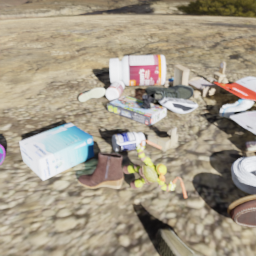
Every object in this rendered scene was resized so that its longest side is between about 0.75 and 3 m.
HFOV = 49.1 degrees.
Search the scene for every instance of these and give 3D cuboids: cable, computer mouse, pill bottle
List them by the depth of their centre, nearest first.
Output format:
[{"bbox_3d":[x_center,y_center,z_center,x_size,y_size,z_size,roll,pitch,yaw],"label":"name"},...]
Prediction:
[{"bbox_3d":[3.545,1.312,7.713,1.375,0.476,1.375,0,29,2],"label":"cable"},{"bbox_3d":[0.009,0.449,9.227,0.996,0.576,0.576,-9,29,-17],"label":"pill bottle"},{"bbox_3d":[1.723,-0.930,11.685,2.370,0.520,1.299,8,19,-6],"label":"computer mouse"},{"bbox_3d":[-0.594,-1.793,13.324,0.655,0.655,1.195,7,30,13],"label":"pill bottle"},{"bbox_3d":[0.460,-2.861,14.052,2.688,1.473,1.473,-2,28,1],"label":"pill bottle"}]

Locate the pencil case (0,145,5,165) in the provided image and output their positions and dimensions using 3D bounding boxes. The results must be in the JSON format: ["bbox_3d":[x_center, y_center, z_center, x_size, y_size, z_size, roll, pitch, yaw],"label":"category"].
[{"bbox_3d":[-4.786,0.636,8.405,2.178,1.006,0.927,15,15,22],"label":"pencil case"}]

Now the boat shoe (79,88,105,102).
[{"bbox_3d":[-1.676,-1.555,12.968,1.288,0.458,0.403,-21,17,0],"label":"boat shoe"}]

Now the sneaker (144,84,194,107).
[{"bbox_3d":[1.779,-1.375,12.438,2.229,0.852,1.277,2,29,10],"label":"sneaker"}]

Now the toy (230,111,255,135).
[{"bbox_3d":[5.243,-0.038,9.887,2.898,0.684,1.669,-13,32,-18],"label":"toy"}]

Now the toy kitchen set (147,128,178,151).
[{"bbox_3d":[1.205,0.239,9.478,0.733,0.663,0.812,22,32,33],"label":"toy kitchen set"}]

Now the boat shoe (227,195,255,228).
[{"bbox_3d":[3.333,1.928,6.214,2.118,0.746,0.745,-4,36,-6],"label":"boat shoe"}]

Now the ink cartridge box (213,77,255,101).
[{"bbox_3d":[5.724,-1.752,12.459,2.961,0.845,2.407,11,21,-20],"label":"ink cartridge box"}]

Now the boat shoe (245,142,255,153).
[{"bbox_3d":[4.357,0.483,8.932,1.207,0.391,0.434,-16,-12,16],"label":"boat shoe"}]

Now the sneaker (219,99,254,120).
[{"bbox_3d":[4.599,-0.695,11.468,1.721,0.645,0.746,-23,40,-22],"label":"sneaker"}]

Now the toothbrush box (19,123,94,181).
[{"bbox_3d":[-2.164,0.655,8.615,1.815,0.774,1.329,-24,36,-37],"label":"toothbrush box"}]

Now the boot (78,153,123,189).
[{"bbox_3d":[-0.751,1.100,7.470,1.277,1.062,0.462,4,28,8],"label":"boot"}]

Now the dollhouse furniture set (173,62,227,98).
[{"bbox_3d":[3.850,-2.502,13.919,2.825,1.251,1.464,-14,34,-20],"label":"dollhouse furniture set"}]

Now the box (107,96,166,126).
[{"bbox_3d":[0.342,-0.753,11.705,2.192,0.381,1.206,20,34,33],"label":"box"}]

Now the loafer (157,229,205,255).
[{"bbox_3d":[1.142,2.548,5.299,0.546,0.615,1.619,-15,42,-29],"label":"loafer"}]

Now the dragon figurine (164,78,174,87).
[{"bbox_3d":[2.298,-2.407,14.805,1.394,0.410,0.693,6,29,14],"label":"dragon figurine"}]

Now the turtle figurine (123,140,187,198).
[{"bbox_3d":[0.542,1.192,6.973,1.435,1.780,0.573,-28,13,51],"label":"turtle figurine"}]
